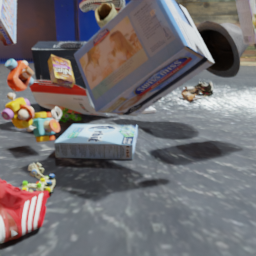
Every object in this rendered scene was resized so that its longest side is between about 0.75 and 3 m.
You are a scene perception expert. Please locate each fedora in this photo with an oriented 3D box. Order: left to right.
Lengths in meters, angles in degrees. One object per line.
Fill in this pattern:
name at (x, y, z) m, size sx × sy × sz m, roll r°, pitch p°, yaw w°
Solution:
fedora at (2.928, -2.538, 8.604) m, size 0.948 × 1.856 × 2.099 m, roll -34°, pitch 21°, yaw -14°

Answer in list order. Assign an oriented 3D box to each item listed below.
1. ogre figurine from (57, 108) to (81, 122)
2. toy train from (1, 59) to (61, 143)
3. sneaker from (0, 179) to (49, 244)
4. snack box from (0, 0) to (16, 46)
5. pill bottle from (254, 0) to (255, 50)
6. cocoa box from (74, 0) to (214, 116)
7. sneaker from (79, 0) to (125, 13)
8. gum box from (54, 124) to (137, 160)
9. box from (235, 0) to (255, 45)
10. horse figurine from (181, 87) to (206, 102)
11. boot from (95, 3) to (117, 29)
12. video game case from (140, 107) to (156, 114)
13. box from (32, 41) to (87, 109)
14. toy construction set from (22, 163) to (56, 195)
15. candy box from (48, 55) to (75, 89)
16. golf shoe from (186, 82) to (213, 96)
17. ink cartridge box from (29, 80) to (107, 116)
ogre figurine at (-2.126, -0.424, 9.978) m, size 0.585 × 0.479 × 0.976 m, roll 9°, pitch 22°, yaw -41°
toy train at (-1.170, -0.316, 3.641) m, size 0.315 × 1.133 × 0.851 m, roll -7°, pitch 52°, yaw 25°
sneaker at (-1.908, 1.171, 4.517) m, size 1.013 × 0.687 × 1.754 m, roll -3°, pitch 27°, yaw -38°
snack box at (-2.703, -2.785, 6.085) m, size 0.256 × 0.758 × 2.109 m, roll -12°, pitch 58°, yaw -2°
pill bottle at (3.492, -2.391, 6.533) m, size 1.159 × 2.038 × 1.159 m, roll -21°, pitch 40°, yaw 19°
cocoa box at (0.264, -1.358, 5.508) m, size 2.134 × 1.423 × 1.400 m, roll -32°, pitch -18°, yaw 30°
sneaker at (-1.026, -4.588, 10.614) m, size 2.230 × 0.916 × 0.868 m, roll 14°, pitch 45°, yaw 44°
gum box at (-0.757, 0.319, 7.452) m, size 1.912 × 0.426 × 1.624 m, roll 2°, pitch 17°, yaw 6°
box at (2.016, -1.988, 4.747) m, size 0.239 × 1.151 × 0.223 m, roll 11°, pitch 47°, yaw 48°
horse figurine at (3.107, -1.628, 13.938) m, size 0.988 × 0.372 × 1.492 m, roll -24°, pitch 32°, yaw -17°
boot at (-0.372, -3.033, 8.088) m, size 0.637 × 1.361 × 1.751 m, roll -7°, pitch 50°, yaw 24°
video game case at (0.226, -0.812, 11.705) m, size 1.499 × 0.172 × 1.366 m, roll -4°, pitch 17°, yaw -14°
box at (-2.515, -2.259, 11.961) m, size 2.542 × 2.586 × 1.602 m, roll -2°, pitch 28°, yaw -6°
toy construction set at (-1.679, 1.037, 5.168) m, size 0.612 × 0.430 × 0.933 m, roll -2°, pitch 28°, yaw -4°
candy box at (-1.616, -1.348, 6.744) m, size 0.502 × 0.243 × 0.860 m, roll 12°, pitch 44°, yaw -36°
golf shoe at (3.917, -2.182, 15.374) m, size 1.658 × 0.730 × 0.640 m, roll 13°, pitch 22°, yaw 40°
ink cartridge box at (-2.305, -1.009, 9.834) m, size 2.348 × 0.726 × 2.895 m, roll 7°, pitch -2°, yaw 20°
